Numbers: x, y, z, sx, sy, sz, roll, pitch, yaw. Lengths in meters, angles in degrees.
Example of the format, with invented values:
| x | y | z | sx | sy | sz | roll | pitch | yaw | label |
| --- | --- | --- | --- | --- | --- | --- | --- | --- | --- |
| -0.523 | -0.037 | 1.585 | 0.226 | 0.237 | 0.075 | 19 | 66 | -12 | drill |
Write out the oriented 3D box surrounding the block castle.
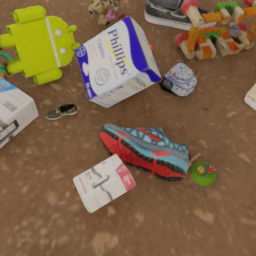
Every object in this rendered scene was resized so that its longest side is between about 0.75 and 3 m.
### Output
| x | y | z | sx | sy | sz | roll | pitch | yaw | label |
| --- | --- | --- | --- | --- | --- | --- | --- | --- | --- |
| 3.201 | -3.669 | 9.910 | 2.862 | 1.912 | 1.343 | -12 | 58 | -8 | block castle |

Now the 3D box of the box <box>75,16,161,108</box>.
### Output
| x | y | z | sx | sy | sz | roll | pitch | yaw | label |
| --- | --- | --- | --- | --- | --- | --- | --- | --- | --- |
| -0.326 | -1.911 | 8.372 | 2.027 | 1.063 | 1.864 | -25 | 70 | 21 | box |

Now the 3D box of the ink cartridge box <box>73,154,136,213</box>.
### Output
| x | y | z | sx | sy | sz | roll | pitch | yaw | label |
| --- | --- | --- | --- | --- | --- | --- | --- | --- | --- |
| -0.629 | 1.400 | 7.226 | 1.343 | 0.570 | 0.978 | -31 | 31 | -10 | ink cartridge box |

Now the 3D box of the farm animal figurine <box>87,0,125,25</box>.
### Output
| x | y | z | sx | sy | sz | roll | pitch | yaw | label |
| --- | --- | --- | --- | --- | --- | --- | --- | --- | --- |
| -0.963 | -4.519 | 10.741 | 0.953 | 1.828 | 1.808 | -30 | 64 | 27 | farm animal figurine |

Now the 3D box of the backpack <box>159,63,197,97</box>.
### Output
| x | y | z | sx | sy | sz | roll | pitch | yaw | label |
| --- | --- | --- | --- | --- | --- | --- | --- | --- | --- |
| 1.759 | -1.584 | 9.324 | 1.014 | 0.820 | 1.064 | 42 | 64 | 11 | backpack |

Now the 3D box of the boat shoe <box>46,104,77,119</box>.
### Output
| x | y | z | sx | sy | sz | roll | pitch | yaw | label |
| --- | --- | --- | --- | --- | --- | --- | --- | --- | --- |
| -2.144 | -0.552 | 8.941 | 1.010 | 0.304 | 0.360 | -16 | 60 | -9 | boat shoe |

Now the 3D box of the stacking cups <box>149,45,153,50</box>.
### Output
| x | y | z | sx | sy | sz | roll | pitch | yaw | label |
| --- | --- | --- | --- | --- | --- | --- | --- | --- | --- |
| 0.511 | -2.947 | 10.274 | 0.797 | 0.241 | 0.241 | 4 | 56 | 30 | stacking cups |

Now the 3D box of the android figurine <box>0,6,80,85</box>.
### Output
| x | y | z | sx | sy | sz | roll | pitch | yaw | label |
| --- | --- | --- | --- | --- | --- | --- | --- | --- | --- |
| -2.824 | -2.669 | 9.138 | 2.640 | 2.403 | 0.542 | -23 | 34 | -26 | android figurine |

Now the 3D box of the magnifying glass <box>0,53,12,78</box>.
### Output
| x | y | z | sx | sy | sz | roll | pitch | yaw | label |
| --- | --- | --- | --- | --- | --- | --- | --- | --- | --- |
| -4.390 | -1.997 | 9.736 | 0.611 | 0.172 | 1.536 | 19 | 55 | -36 | magnifying glass |

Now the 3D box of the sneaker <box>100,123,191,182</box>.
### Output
| x | y | z | sx | sy | sz | roll | pitch | yaw | label |
| --- | --- | --- | --- | --- | --- | --- | --- | --- | --- |
| 0.487 | 0.507 | 8.041 | 2.676 | 1.061 | 1.278 | 26 | 49 | 7 | sneaker |

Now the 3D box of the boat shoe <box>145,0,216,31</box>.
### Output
| x | y | z | sx | sy | sz | roll | pitch | yaw | label |
| --- | --- | --- | --- | --- | --- | --- | --- | --- | --- |
| 2.093 | -4.625 | 11.031 | 2.874 | 0.974 | 1.031 | 12 | 59 | 7 | boat shoe |

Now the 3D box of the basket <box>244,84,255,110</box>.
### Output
| x | y | z | sx | sy | sz | roll | pitch | yaw | label |
| --- | --- | --- | --- | --- | --- | --- | --- | --- | --- |
| 5.438 | -1.085 | 8.410 | 2.864 | 1.767 | 1.941 | 39 | 67 | 20 | basket |

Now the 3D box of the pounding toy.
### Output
| x | y | z | sx | sy | sz | roll | pitch | yaw | label |
| --- | --- | --- | --- | --- | --- | --- | --- | --- | --- |
| 2.086 | 1.124 | 7.845 | 0.717 | 0.431 | 0.929 | -29 | 63 | -17 | pounding toy |

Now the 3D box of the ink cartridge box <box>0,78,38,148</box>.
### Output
| x | y | z | sx | sy | sz | roll | pitch | yaw | label |
| --- | --- | --- | --- | --- | --- | --- | --- | --- | --- |
| -4.152 | -0.182 | 8.283 | 1.465 | 0.857 | 2.526 | 33 | 60 | 17 | ink cartridge box |
